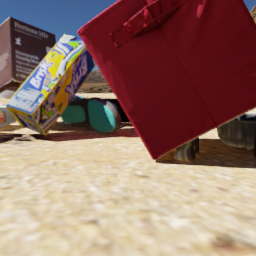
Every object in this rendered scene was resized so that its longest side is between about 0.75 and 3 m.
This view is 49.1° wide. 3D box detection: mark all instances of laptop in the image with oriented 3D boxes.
[{"bbox_3d":[-0.361,-0.848,10.439,2.031,1.183,2.291,3,22,13],"label":"laptop"}]

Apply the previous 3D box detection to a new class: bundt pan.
[{"bbox_3d":[2.833,0.077,6.260,1.778,0.667,1.778,0,8,0],"label":"bundt pan"}]

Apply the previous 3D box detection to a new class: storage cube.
[{"bbox_3d":[1.052,-1.312,5.746,2.556,2.688,2.990,-30,3,15],"label":"storage cube"}]

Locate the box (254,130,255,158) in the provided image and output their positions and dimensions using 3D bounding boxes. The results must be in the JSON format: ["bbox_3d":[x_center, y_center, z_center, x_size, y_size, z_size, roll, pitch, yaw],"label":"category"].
[{"bbox_3d":[2.791,0.324,4.728,1.093,0.625,1.201,4,10,17],"label":"box"}]

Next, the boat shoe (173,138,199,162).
[{"bbox_3d":[1.113,0.377,5.392,0.403,0.379,1.058,-9,4,25],"label":"boat shoe"}]

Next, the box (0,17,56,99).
[{"bbox_3d":[-3.657,-2.186,9.635,1.764,2.148,1.782,-15,-13,38],"label":"box"}]

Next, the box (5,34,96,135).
[{"bbox_3d":[-2.059,-1.301,7.973,0.933,2.902,1.017,19,-29,19],"label":"box"}]

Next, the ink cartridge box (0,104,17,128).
[{"bbox_3d":[-5.186,-0.415,9.138,2.605,0.656,1.419,3,13,8],"label":"ink cartridge box"}]

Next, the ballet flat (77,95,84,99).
[{"bbox_3d":[-3.044,-0.942,12.477,2.730,1.014,1.014,2,9,-2],"label":"ballet flat"}]

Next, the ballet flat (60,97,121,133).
[{"bbox_3d":[-0.983,-0.493,8.641,1.079,1.079,2.955,-8,10,-42],"label":"ballet flat"}]

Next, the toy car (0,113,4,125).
[{"bbox_3d":[-3.669,-0.523,7.162,0.467,1.403,0.688,-8,46,14],"label":"toy car"}]

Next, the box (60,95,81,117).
[{"bbox_3d":[-2.295,-0.846,10.829,0.578,0.946,0.502,33,19,31],"label":"box"}]
